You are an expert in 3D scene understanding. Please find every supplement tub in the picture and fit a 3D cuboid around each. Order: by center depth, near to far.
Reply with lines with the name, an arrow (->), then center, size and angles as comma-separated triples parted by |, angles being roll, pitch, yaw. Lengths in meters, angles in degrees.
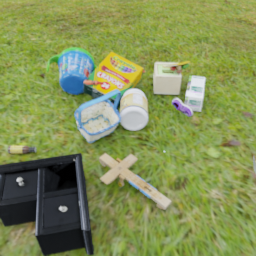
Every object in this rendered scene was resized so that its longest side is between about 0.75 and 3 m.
supplement tub -> 0.234, -0.780, 11.551 | 1.151, 1.151, 1.594 | 1, 39, 1

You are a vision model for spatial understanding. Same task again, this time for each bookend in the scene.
bookend -> -2.463, 2.214, 7.785 | 2.705, 1.246, 2.688 | -7, 40, -8

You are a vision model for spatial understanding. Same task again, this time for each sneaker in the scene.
sneaker -> 2.222, -0.782, 11.688 | 1.005, 0.405, 0.419 | 39, 46, 8

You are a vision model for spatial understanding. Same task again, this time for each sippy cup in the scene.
sippy cup -> -2.553, -2.608, 13.473 | 2.376, 1.866, 1.741 | -10, 49, 9

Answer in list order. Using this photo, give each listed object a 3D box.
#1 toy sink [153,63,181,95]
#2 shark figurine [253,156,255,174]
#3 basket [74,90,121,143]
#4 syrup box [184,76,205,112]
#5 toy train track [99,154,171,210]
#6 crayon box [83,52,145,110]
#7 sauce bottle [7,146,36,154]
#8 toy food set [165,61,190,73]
toy sink -> 1.882, -2.555, 13.771 | 1.225, 1.053, 1.879 | 3, 37, 2
shark figurine -> 4.787, 1.266, 8.868 | 1.922, 0.802, 1.148 | 11, -1, 8
basket -> -1.144, -0.449, 10.384 | 1.750, 1.984, 1.380 | -26, 69, -30
syrup box -> 3.068, -1.598, 12.873 | 0.747, 0.773, 1.898 | 9, 39, 12
toy train track -> 0.137, 1.762, 9.043 | 2.731, 0.444, 1.567 | 32, 44, 26
crayon box -> -0.553, -2.361, 12.970 | 1.805, 0.722, 2.843 | 28, 58, 9
sauce bottle -> -3.882, 0.807, 10.278 | 0.979, 0.317, 0.317 | 1, 39, -2
toy food set -> 2.372, -2.798, 13.081 | 1.319, 0.431, 0.776 | -23, 20, -41
